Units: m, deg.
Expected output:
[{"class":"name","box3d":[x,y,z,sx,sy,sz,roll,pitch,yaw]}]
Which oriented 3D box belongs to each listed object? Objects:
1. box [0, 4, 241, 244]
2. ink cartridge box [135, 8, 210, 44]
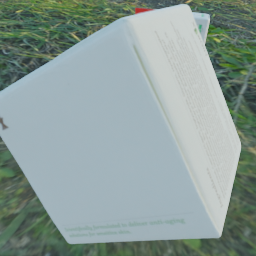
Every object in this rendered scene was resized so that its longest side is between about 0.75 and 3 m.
[{"class":"box","box3d":[-0.038,-0.016,3.847,2.335,2.347,2.010,-18,15,34]},{"class":"ink cartridge box","box3d":[1.075,-2.335,7.604,1.944,1.565,0.487,9,41,9]}]
